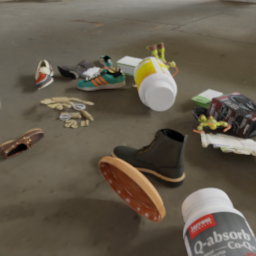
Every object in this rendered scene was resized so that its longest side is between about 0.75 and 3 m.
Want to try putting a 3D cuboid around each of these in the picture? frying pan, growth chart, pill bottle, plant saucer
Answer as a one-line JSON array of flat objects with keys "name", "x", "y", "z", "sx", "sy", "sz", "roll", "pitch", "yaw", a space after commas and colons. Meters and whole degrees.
[{"name": "frying pan", "x": 3.213, "y": -0.604, "z": 11.542, "sx": 1.399, "sy": 0.376, "sz": 2.313, "roll": 19, "pitch": 30, "yaw": -6}, {"name": "growth chart", "x": 3.707, "y": 0.591, "z": 9.663, "sx": 2.474, "sy": 0.219, "sz": 1.791, "roll": 11, "pitch": 18, "yaw": 15}, {"name": "pill bottle", "x": 1.987, "y": 2.594, "z": 5.892, "sx": 1.449, "sy": 1.449, "sz": 2.502, "roll": -3, "pitch": 33, "yaw": -4}, {"name": "plant saucer", "x": 0.099, "y": 1.495, "z": 6.990, "sx": 2.081, "sy": 2.081, "sz": 0.336, "roll": 28, "pitch": 61, "yaw": 36}, {"name": "pill bottle", "x": 1.204, "y": -1.962, "z": 12.662, "sx": 1.636, "sy": 1.636, "sz": 2.995, "roll": -3, "pitch": 33, "yaw": -4}]

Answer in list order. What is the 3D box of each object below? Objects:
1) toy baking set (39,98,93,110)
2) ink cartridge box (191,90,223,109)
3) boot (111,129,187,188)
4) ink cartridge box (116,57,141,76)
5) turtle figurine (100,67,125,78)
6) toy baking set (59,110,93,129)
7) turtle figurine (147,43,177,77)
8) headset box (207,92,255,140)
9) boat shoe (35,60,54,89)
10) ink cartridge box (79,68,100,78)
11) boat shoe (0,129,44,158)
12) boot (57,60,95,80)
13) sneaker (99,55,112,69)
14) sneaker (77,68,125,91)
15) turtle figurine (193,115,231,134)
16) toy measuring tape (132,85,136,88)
[{"name": "toy baking set", "x": -2.704, "y": -1.026, "z": 12.256, "sx": 2.169, "sy": 0.252, "sz": 1.665, "roll": -7, "pitch": 24, "yaw": -27}, {"name": "ink cartridge box", "x": 3.553, "y": -1.247, "z": 12.662, "sx": 1.441, "sy": 0.427, "sz": 0.748, "roll": -26, "pitch": 38, "yaw": -34}, {"name": "boot", "x": 0.640, "y": 0.582, "z": 8.661, "sx": 2.513, "sy": 1.738, "sz": 0.973, "roll": 17, "pitch": 35, "yaw": 23}, {"name": "ink cartridge box", "x": 0.537, "y": -3.375, "z": 15.728, "sx": 2.172, "sy": 0.644, "sz": 1.127, "roll": 17, "pitch": 37, "yaw": 25}, {"name": "turtle figurine", "x": -0.955, "y": -2.915, "z": 15.031, "sx": 1.602, "sy": 0.640, "sz": 1.986, "roll": 28, "pitch": 43, "yaw": 36}, {"name": "toy baking set", "x": -2.194, "y": -0.436, "z": 11.674, "sx": 1.175, "sy": 0.178, "sz": 1.531, "roll": -18, "pitch": 37, "yaw": -25}, {"name": "turtle figurine", "x": 1.557, "y": -3.296, "z": 14.458, "sx": 2.407, "sy": 1.941, "sz": 0.775, "roll": -23, "pitch": 15, "yaw": -22}, {"name": "headset box", "x": 4.346, "y": -0.588, "z": 10.995, "sx": 1.626, "sy": 0.844, "sz": 2.185, "roll": -13, "pitch": 39, "yaw": -31}, {"name": "boat shoe", "x": -4.410, "y": -2.773, "z": 14.517, "sx": 0.884, "sy": 0.777, "sz": 2.483, "roll": -21, "pitch": 32, "yaw": 6}, {"name": "ink cartridge box", "x": -2.254, "y": -3.133, "z": 15.736, "sx": 1.064, "sy": 0.233, "sz": 1.074, "roll": 14, "pitch": 39, "yaw": 22}, {"name": "boat shoe", "x": -3.637, "y": 0.578, "z": 9.805, "sx": 1.601, "sy": 0.563, "sz": 0.563, "roll": -31, "pitch": 40, "yaw": -28}, {"name": "boot", "x": -2.879, "y": -3.330, "z": 15.497, "sx": 1.724, "sy": 0.597, "sz": 1.501, "roll": 27, "pitch": 53, "yaw": 25}, {"name": "sneaker", "x": -1.321, "y": -4.125, "z": 16.882, "sx": 0.580, "sy": 0.649, "sz": 1.624, "roll": -13, "pitch": 35, "yaw": -19}, {"name": "sneaker", "x": -1.385, "y": -2.469, "z": 13.924, "sx": 2.412, "sy": 0.964, "sz": 0.861, "roll": -6, "pitch": 27, "yaw": 3}, {"name": "turtle figurine", "x": 2.868, "y": -0.179, "z": 10.011, "sx": 1.330, "sy": 0.428, "sz": 1.073, "roll": -9, "pitch": 20, "yaw": -1}, {"name": "toy measuring tape", "x": 0.670, "y": -2.540, "z": 14.636, "sx": 0.497, "sy": 0.497, "sz": 1.350, "roll": 22, "pitch": 39, "yaw": 30}]
